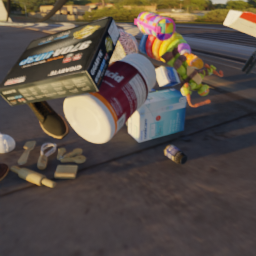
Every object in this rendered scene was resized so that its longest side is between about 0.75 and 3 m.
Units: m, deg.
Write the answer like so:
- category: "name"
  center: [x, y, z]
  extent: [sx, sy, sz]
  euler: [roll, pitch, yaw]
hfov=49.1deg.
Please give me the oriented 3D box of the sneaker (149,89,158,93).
- category: "sneaker"
  center: [0.269, -1.559, 13.783]
  extent: [2.478, 0.916, 1.019]
  euler: [2, 23, -11]

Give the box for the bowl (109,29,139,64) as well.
- category: "bowl"
  center: [-0.214, -3.288, 11.584]
  extent: [0.985, 2.099, 2.099]
  euler: [-32, 37, -16]

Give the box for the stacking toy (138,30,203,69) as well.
- category: "stacking toy"
  center: [1.878, -2.997, 10.985]
  extent: [1.612, 1.524, 2.777]
  euler: [-4, 39, -45]

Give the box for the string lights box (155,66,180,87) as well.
- category: "string lights box"
  center: [1.662, -2.153, 11.775]
  extent: [0.418, 0.728, 1.417]
  euler: [-21, -3, 31]

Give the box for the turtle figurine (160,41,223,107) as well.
- category: "turtle figurine"
  center: [1.844, -1.629, 8.276]
  extent: [2.327, 1.876, 0.749]
  euler: [-42, 4, -38]

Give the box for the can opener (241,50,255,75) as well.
- category: "can opener"
  center: [4.383, -2.426, 9.557]
  extent: [0.363, 1.362, 0.455]
  euler: [42, 61, 16]

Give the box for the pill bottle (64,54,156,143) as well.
- category: "pill bottle"
  center: [-0.381, -0.974, 8.096]
  extent: [1.584, 1.584, 2.774]
  euler: [16, 44, 28]

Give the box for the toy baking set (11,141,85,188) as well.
- category: "toy baking set"
  center: [-2.663, 1.121, 9.192]
  extent: [2.719, 0.316, 2.087]
  euler: [12, 27, 21]

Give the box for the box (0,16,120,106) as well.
- category: "box"
  center: [-1.659, -1.623, 6.892]
  extent: [2.637, 0.607, 2.096]
  euler: [-5, 49, 26]

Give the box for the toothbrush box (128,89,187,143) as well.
- category: "toothbrush box"
  center: [1.119, -0.524, 10.935]
  extent: [2.156, 1.579, 0.920]
  euler: [-12, 30, -24]

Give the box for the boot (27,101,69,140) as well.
- category: "boot"
  center: [-2.566, -0.501, 8.248]
  extent: [0.696, 1.243, 1.798]
  euler: [-44, 66, -11]

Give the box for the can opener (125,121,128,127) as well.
- category: "can opener"
  center: [1.070, -0.698, 11.961]
  extent: [2.569, 0.859, 0.685]
  euler: [-13, 1, -24]

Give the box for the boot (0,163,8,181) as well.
- category: "boot"
  center: [-4.190, 1.098, 8.109]
  extent: [0.550, 1.264, 1.520]
  euler: [13, 30, 24]

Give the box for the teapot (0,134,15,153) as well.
- category: "teapot"
  center: [-4.457, 0.506, 10.030]
  extent: [0.786, 0.574, 0.775]
  euler: [4, 28, 5]

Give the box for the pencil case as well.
- category: "pencil case"
  center: [0.919, -3.626, 9.929]
  extent: [0.842, 0.842, 1.906]
  euler: [-9, 28, -17]

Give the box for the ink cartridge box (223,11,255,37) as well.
- category: "ink cartridge box"
  center: [3.296, -2.409, 6.873]
  extent: [1.518, 0.533, 1.867]
  euler: [19, 29, -3]

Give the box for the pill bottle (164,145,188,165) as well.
- category: "pill bottle"
  center: [1.605, 0.904, 9.395]
  extent: [0.438, 0.438, 0.783]
  euler: [-16, 31, -29]
